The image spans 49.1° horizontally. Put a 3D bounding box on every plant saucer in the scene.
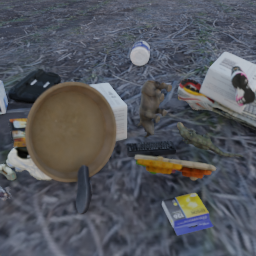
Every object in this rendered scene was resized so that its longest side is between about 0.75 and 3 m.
[{"bbox_3d":[-1.339,0.100,6.842,2.413,2.413,0.355,-26,19,-34],"label":"plant saucer"}]

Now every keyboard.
[{"bbox_3d":[0.649,0.606,7.888,1.335,0.171,0.802,-4,32,-4],"label":"keyboard"}]

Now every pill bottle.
[{"bbox_3d":[0.630,-3.825,14.088,0.906,0.906,1.633,3,33,5],"label":"pill bottle"}]

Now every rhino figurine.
[{"bbox_3d":[0.649,-0.505,8.014,0.805,1.841,0.550,31,38,31],"label":"rhino figurine"}]

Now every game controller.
[{"bbox_3d":[-3.704,-1.704,11.320,1.298,0.524,2.488,18,35,1],"label":"game controller"}]

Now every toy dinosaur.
[{"bbox_3d":[2.037,0.366,7.683,2.107,0.500,0.929,22,8,-19],"label":"toy dinosaur"}]

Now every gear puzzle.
[{"bbox_3d":[0.975,0.870,5.801,1.546,0.391,2.985,6,-7,19],"label":"gear puzzle"}]

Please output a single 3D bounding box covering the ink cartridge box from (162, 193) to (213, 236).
[{"bbox_3d":[1.262,1.818,6.007,0.830,0.197,0.840,-9,32,-14],"label":"ink cartridge box"}]

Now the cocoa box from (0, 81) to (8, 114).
[{"bbox_3d":[-5.022,-1.002,9.690,1.382,0.921,0.907,-7,34,-11],"label":"cocoa box"}]

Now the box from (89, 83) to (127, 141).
[{"bbox_3d":[-1.130,-0.424,8.565,1.779,1.163,1.770,-11,35,-18],"label":"box"}]

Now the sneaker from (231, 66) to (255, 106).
[{"bbox_3d":[3.126,-1.171,7.648,0.528,1.315,0.568,-12,48,22],"label":"sneaker"}]

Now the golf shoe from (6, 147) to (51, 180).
[{"bbox_3d":[-2.203,0.843,6.736,1.331,0.647,0.521,19,43,-18],"label":"golf shoe"}]

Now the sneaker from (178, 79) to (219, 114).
[{"bbox_3d":[2.671,-0.979,9.842,1.987,0.816,0.773,30,51,12],"label":"sneaker"}]

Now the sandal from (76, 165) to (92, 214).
[{"bbox_3d":[-0.960,1.371,6.405,0.260,0.462,1.214,26,37,-29],"label":"sandal"}]

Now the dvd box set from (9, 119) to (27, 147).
[{"bbox_3d":[-2.656,0.116,8.180,1.414,0.208,1.034,-1,40,-29],"label":"dvd box set"}]

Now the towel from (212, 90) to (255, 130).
[{"bbox_3d":[4.217,-0.865,9.216,2.344,0.420,2.434,28,51,16],"label":"towel"}]

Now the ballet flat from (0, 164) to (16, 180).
[{"bbox_3d":[-3.100,1.059,7.119,0.783,0.249,0.264,25,40,34],"label":"ballet flat"}]

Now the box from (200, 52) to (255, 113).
[{"bbox_3d":[3.285,-1.470,8.813,1.462,0.956,1.455,31,48,18],"label":"box"}]

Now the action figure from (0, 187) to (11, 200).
[{"bbox_3d":[-2.907,1.468,6.069,0.526,0.280,0.808,13,22,29],"label":"action figure"}]
